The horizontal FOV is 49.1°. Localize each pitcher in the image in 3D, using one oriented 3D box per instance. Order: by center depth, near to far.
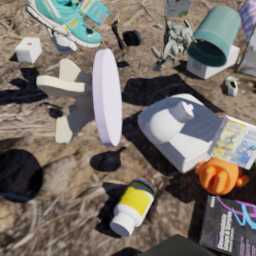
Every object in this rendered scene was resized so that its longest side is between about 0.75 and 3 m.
[{"bbox_3d":[1.090,-0.158,7.192,0.761,1.255,1.077,54,23,6],"label":"pitcher"}]

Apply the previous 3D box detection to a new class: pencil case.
[{"bbox_3d":[4.422,-2.873,9.138,1.178,1.200,2.807,-7,71,2],"label":"pencil case"}]

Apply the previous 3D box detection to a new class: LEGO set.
[{"bbox_3d":[1.553,-2.846,8.083,1.806,2.782,0.788,-15,39,-41],"label":"LEGO set"}]

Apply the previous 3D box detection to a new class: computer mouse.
[{"bbox_3d":[-0.016,-2.644,7.752,0.281,0.857,1.221,-34,20,-22],"label":"computer mouse"}]

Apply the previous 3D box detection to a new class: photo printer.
[{"bbox_3d":[1.763,-0.004,9.124,2.240,0.935,2.692,-24,48,-22],"label":"photo printer"}]

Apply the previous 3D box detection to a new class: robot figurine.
[{"bbox_3d":[2.531,1.238,7.647,1.598,1.150,0.932,-13,79,-53],"label":"robot figurine"}]

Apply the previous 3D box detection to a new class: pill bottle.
[{"bbox_3d":[0.105,2.022,7.129,0.758,0.758,1.363,19,45,19],"label":"pill bottle"}]

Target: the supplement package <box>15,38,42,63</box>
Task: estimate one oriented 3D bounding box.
[{"bbox_3d":[-4.652,-3.647,13.139,0.712,0.704,1.175,5,44,6],"label":"supplement package"}]

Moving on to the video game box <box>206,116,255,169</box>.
[{"bbox_3d":[2.222,0.314,5.685,0.959,0.874,0.225,18,17,-11],"label":"video game box"}]

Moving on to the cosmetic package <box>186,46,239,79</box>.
[{"bbox_3d":[3.770,-3.067,12.471,2.213,0.819,1.125,-27,50,-28],"label":"cosmetic package"}]

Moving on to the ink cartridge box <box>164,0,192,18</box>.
[{"bbox_3d":[1.853,-4.694,10.074,0.853,1.456,0.490,-8,69,-7],"label":"ink cartridge box"}]

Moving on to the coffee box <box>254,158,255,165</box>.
[{"bbox_3d":[4.742,1.017,7.332,1.931,1.913,1.934,4,44,4],"label":"coffee box"}]

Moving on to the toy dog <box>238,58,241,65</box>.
[{"bbox_3d":[5.299,-2.769,12.343,0.963,0.693,0.993,40,45,-10],"label":"toy dog"}]

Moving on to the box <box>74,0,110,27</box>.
[{"bbox_3d":[-1.232,-3.791,8.698,1.332,0.327,0.548,41,98,11],"label":"box"}]

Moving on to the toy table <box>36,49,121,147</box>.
[{"bbox_3d":[-0.851,-0.576,5.610,1.164,1.827,1.987,-6,60,13],"label":"toy table"}]

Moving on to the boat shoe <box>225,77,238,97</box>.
[{"bbox_3d":[4.223,-1.822,11.358,0.438,0.505,1.185,9,44,9],"label":"boat shoe"}]

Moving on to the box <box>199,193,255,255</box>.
[{"bbox_3d":[2.901,2.567,6.826,2.153,0.389,1.539,13,45,15],"label":"box"}]

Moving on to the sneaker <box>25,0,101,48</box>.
[{"bbox_3d":[-1.700,-3.229,8.380,1.038,1.067,2.678,47,18,33],"label":"sneaker"}]

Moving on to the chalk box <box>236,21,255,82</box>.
[{"bbox_3d":[3.979,-1.641,6.891,2.180,1.357,1.350,22,14,17],"label":"chalk box"}]

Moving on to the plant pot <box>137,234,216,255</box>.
[{"bbox_3d":[0.952,3.189,5.276,1.839,1.834,1.631,-20,35,-19],"label":"plant pot"}]

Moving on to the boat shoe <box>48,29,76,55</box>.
[{"bbox_3d":[-2.533,-3.349,10.503,0.648,0.592,1.801,-31,49,-8],"label":"boat shoe"}]

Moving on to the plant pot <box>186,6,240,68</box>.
[{"bbox_3d":[2.861,-3.040,9.235,1.534,1.534,1.502,26,80,25],"label":"plant pot"}]
